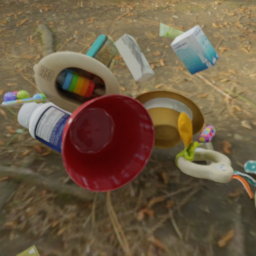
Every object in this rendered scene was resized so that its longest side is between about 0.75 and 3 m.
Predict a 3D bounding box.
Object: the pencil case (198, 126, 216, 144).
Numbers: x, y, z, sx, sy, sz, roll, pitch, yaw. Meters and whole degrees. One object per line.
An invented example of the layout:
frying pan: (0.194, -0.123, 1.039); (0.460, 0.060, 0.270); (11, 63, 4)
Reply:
pencil case: (2.641, 0.256, 9.306); (0.403, 0.403, 0.912); (23, 35, 24)

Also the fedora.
fedora: (0.967, -0.055, 7.942); (2.285, 2.285, 0.932); (12, 53, 13)

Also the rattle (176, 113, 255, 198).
rattle: (2.046, 0.551, 6.397); (1.274, 1.398, 1.957); (7, 9, -33)

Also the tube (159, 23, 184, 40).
tube: (1.789, -3.601, 10.800); (1.354, 0.351, 0.393); (8, 40, -26)

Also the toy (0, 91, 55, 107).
toy: (-2.694, -0.747, 7.040); (0.879, 0.360, 1.526); (-6, 4, 27)

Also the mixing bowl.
mixing bowl: (-0.681, 0.229, 7.111); (2.417, 2.417, 1.309); (-22, 26, -23)

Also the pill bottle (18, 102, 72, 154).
pill bottle: (-2.232, -0.005, 8.750); (2.272, 1.262, 1.262); (28, 47, 13)

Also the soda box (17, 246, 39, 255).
soda box: (-1.608, 3.563, 5.317); (0.783, 0.829, 2.448); (-26, 47, -26)

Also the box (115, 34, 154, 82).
box: (0.174, -1.906, 7.715); (1.273, 0.435, 0.523); (61, 26, 9)

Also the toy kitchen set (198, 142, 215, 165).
toy kitchen set: (2.164, 0.862, 8.619); (0.612, 0.677, 0.750); (-12, -5, -42)

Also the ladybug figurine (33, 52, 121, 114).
ladybug figurine: (-1.430, -1.297, 8.045); (2.518, 1.710, 0.906); (23, 20, -20)

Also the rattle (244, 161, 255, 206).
rattle: (4.091, 1.333, 7.176); (1.729, 1.897, 2.655); (-8, 45, 13)

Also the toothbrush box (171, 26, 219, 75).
toothbrush box: (2.303, -2.648, 9.693); (1.001, 1.367, 0.583); (-18, 31, 52)

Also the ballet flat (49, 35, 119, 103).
ballet flat: (-1.363, -1.676, 9.076); (2.878, 1.017, 1.017); (-47, 50, 5)
